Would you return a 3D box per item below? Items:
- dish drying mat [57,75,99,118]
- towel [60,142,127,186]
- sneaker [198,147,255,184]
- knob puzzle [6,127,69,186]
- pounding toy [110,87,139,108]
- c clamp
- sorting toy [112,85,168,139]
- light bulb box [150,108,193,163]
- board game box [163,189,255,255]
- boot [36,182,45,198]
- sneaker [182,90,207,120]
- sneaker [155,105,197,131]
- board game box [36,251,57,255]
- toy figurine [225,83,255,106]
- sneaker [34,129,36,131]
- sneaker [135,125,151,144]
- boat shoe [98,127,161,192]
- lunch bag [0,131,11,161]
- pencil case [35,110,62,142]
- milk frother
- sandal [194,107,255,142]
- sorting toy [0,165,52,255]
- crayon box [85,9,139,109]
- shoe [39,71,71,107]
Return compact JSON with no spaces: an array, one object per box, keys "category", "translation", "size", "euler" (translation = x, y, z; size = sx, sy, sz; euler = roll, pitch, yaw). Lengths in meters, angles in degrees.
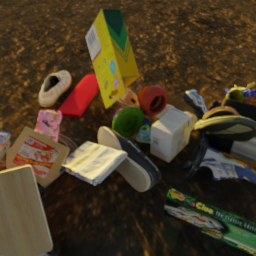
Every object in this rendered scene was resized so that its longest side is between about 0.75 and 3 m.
[{"category":"dish drying mat","translation":[-1.866,-1.375,11.621],"size":[1.086,0.257,2.827],"euler":[7,44,18]},{"category":"towel","translation":[-1.083,0.958,8.265],"size":[1.890,0.225,1.388],"euler":[12,42,44]},{"category":"sneaker","translation":[2.941,1.292,8.318],"size":[1.908,0.718,0.841],"euler":[26,84,34]},{"category":"knob puzzle","translation":[-2.770,1.036,8.219],"size":[1.850,0.257,1.850],"euler":[3,75,-9]},{"category":"pounding toy","translation":[-0.020,-1.144,10.524],"size":[1.525,1.340,0.698],"euler":[37,88,35]},{"category":"c clamp","translation":[-3.039,0.880,8.714],"size":[2.338,0.371,2.737],"euler":[39,53,22]},{"category":"sorting toy","translation":[0.293,-0.621,9.962],"size":[2.415,1.451,0.991],"euler":[-35,46,-14]},{"category":"light bulb box","translation":[1.397,0.226,9.108],"size":[0.772,1.226,1.237],"euler":[27,46,29]},{"category":"board game box","translation":[2.096,2.257,6.503],"size":[2.585,1.354,0.303],"euler":[20,57,15]},{"category":"boot","translation":[-3.702,1.380,7.397],"size":[2.452,0.907,2.009],"euler":[-20,67,-28]},{"category":"sneaker","translation":[2.635,-0.825,10.273],"size":[0.549,0.539,1.424],"euler":[-31,80,-21]},{"category":"sneaker","translation":[1.639,-0.335,10.219],"size":[1.678,0.628,0.836],"euler":[17,47,19]},{"category":"board game box","translation":[-2.064,3.261,6.288],"size":[1.588,0.275,1.076],"euler":[27,47,28]},{"category":"toy figurine","translation":[4.411,-1.182,11.311],"size":[2.231,1.177,1.336],"euler":[-20,16,-25]},{"category":"sneaker","translation":[-3.174,0.130,9.823],"size":[0.916,0.455,0.357],"euler":[-17,43,-18]},{"category":"sneaker","translation":[0.765,0.214,9.492],"size":[0.935,0.611,0.372],"euler":[4,29,-22]},{"category":"boat shoe","translation":[-0.015,0.879,8.713],"size":[0.831,0.962,2.649],"euler":[-10,43,-40]},{"category":"lunch bag","translation":[-4.554,0.490,8.815],"size":[1.347,0.633,1.014],"euler":[18,45,-5]},{"category":"pencil case","translation":[-2.519,0.266,8.734],"size":[0.728,1.682,0.696],"euler":[8,-2,-41]},{"category":"milk frother","translation":[3.288,0.694,8.405],"size":[2.532,2.429,2.692],"euler":[22,88,24]},{"category":"sandal","translation":[2.345,-0.174,7.136],"size":[1.041,0.748,2.622],"euler":[20,-1,-4]},{"category":"sorting toy","translation":[-2.900,1.994,6.319],"size":[1.966,1.978,0.688],"euler":[-14,4,-10]},{"category":"crayon box","translation":[-0.529,-2.185,9.224],"size":[0.696,1.741,2.742],"euler":[-11,82,-28]},{"category":"shoe","translation":[-3.090,-1.865,11.984],"size":[0.885,0.676,2.531],"euler":[6,41,7]}]
